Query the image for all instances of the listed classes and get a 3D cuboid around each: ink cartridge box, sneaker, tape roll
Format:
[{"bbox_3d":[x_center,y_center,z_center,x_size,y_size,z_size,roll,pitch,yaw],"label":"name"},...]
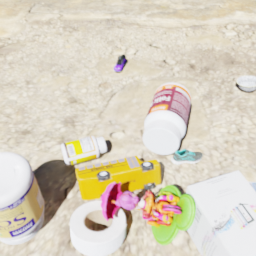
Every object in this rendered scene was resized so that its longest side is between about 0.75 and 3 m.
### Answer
[{"bbox_3d":[2.592,2.558,7.075,1.591,1.619,2.199,-14,46,-14],"label":"ink cartridge box"},{"bbox_3d":[-0.422,-3.288,14.037,0.432,0.618,1.242,13,44,12],"label":"sneaker"},{"bbox_3d":[-0.799,2.663,7.526,1.499,0.524,1.499,2,28,-1],"label":"tape roll"},{"bbox_3d":[2.050,0.945,9.608,1.121,0.511,0.435,-9,43,-10],"label":"sneaker"}]

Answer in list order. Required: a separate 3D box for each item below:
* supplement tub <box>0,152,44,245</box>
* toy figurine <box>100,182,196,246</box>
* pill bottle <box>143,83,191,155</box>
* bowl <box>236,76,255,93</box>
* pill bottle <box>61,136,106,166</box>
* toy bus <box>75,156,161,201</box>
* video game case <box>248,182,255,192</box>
[{"bbox_3d":[-3.115,1.905,7.326,1.619,2.227,1.619,0,43,0],"label":"supplement tub"},{"bbox_3d":[0.287,1.966,6.953,1.910,2.075,1.558,17,67,-18],"label":"toy figurine"},{"bbox_3d":[1.429,-0.367,10.254,1.493,1.493,2.615,11,43,11],"label":"pill bottle"},{"bbox_3d":[5.405,-1.905,12.619,1.013,0.476,1.013,-7,38,6],"label":"bowl"},{"bbox_3d":[-1.508,0.754,9.601,1.449,0.792,0.792,-14,45,-15],"label":"pill bottle"},{"bbox_3d":[-0.289,1.492,8.569,2.477,0.806,0.970,-11,23,-11],"label":"toy bus"},{"bbox_3d":[4.071,2.204,8.530,1.771,0.160,1.268,1,43,1],"label":"video game case"}]
